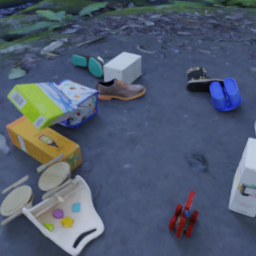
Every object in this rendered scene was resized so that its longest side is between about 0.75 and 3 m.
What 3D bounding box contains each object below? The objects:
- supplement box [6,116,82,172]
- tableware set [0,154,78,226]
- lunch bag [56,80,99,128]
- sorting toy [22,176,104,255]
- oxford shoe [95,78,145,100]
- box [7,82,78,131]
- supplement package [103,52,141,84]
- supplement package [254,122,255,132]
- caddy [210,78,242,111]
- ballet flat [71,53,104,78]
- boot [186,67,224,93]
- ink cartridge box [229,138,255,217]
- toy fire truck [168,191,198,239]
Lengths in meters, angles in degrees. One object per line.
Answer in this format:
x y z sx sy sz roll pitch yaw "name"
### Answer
-3.093 0.609 10.239 2.980 1.025 0.991 25 45 30 "supplement box"
-2.669 1.881 8.339 2.330 0.467 1.540 -33 34 -4 "tableware set"
-2.627 -0.896 11.810 1.918 1.397 2.256 19 35 21 "lunch bag"
-1.648 2.597 7.852 1.747 1.036 1.940 39 40 22 "sorting toy"
-0.355 -1.892 13.427 2.417 0.881 0.862 -5 39 -6 "oxford shoe"
-2.642 -0.793 9.059 1.391 0.544 2.282 47 17 0 "box"
-0.265 -2.982 14.590 1.139 1.135 1.942 20 42 24 "supplement package"
6.495 -0.023 10.372 2.908 1.763 1.742 9 40 11 "supplement package"
4.484 -1.480 12.918 1.253 0.931 1.773 -15 36 18 "caddy"
-1.981 -3.605 15.570 0.977 0.971 2.856 -22 43 -40 "ballet flat"
3.978 -2.469 14.294 2.080 0.761 1.566 -2 39 7 "boot"
3.706 1.478 8.392 0.800 1.906 1.380 15 41 17 "ink cartridge box"
1.605 2.456 7.920 0.649 0.972 1.158 18 42 21 "toy fire truck"
